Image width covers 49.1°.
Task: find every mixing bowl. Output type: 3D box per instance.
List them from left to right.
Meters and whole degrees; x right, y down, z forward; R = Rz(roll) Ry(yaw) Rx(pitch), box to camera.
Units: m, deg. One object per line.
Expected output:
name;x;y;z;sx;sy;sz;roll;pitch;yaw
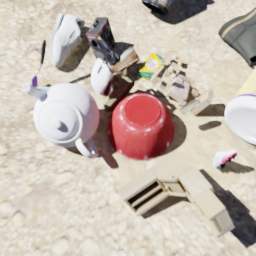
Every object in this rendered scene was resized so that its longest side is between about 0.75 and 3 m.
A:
mixing bowl;0.432;-0.251;9.380;2.392;1.295;2.392;0;60;1

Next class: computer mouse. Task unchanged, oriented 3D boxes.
computer mouse;-0.880;-1.788;9.245;0.512;2.332;1.279;-30;66;-26

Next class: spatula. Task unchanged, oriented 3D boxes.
spatula;-3.222;-2.180;10.135;0.216;2.098;0.593;21;26;-6

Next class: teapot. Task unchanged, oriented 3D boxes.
teapot;-1.976;-0.259;8.760;2.254;2.225;1.647;6;16;1

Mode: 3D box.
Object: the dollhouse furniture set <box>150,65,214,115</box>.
dollhouse furniture set;1.940;-1.566;9.895;2.055;0.910;1.065;33;50;-10

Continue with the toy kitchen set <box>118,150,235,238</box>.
toy kitchen set;1.392;2.374;7.679;2.128;1.924;2.358;-34;35;0

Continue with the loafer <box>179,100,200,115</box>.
loafer;2.013;-0.665;9.044;0.756;0.258;0.286;-29;21;8

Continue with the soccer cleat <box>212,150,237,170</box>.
soccer cleat;2.909;0.886;8.612;0.395;1.131;0.488;-10;61;-19

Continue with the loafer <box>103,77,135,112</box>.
loafer;-0.386;-1.228;10.190;0.515;0.580;1.526;42;89;24

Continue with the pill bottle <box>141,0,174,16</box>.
pill bottle;1.657;-6.285;12.125;1.337;1.337;2.391;32;103;16

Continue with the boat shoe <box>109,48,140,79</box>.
boat shoe;-0.325;-2.219;10.712;1.915;0.725;0.688;-43;95;1

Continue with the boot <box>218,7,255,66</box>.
boot;5.565;-3.910;11.673;2.959;1.146;2.047;-29;68;-1

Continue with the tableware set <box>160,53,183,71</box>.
tableware set;1.710;-2.615;10.982;0.800;0.111;0.957;20;53;6

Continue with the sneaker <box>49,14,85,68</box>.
sneaker;-2.503;-3.616;11.479;1.111;1.055;2.760;9;62;-6

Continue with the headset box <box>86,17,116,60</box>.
headset box;-1.076;-3.597;11.145;0.550;1.425;1.060;10;60;22

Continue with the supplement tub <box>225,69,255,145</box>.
supplement tub;4.747;-0.961;9.345;1.999;1.999;2.749;36;66;18

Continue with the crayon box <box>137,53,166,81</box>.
crayon box;0.930;-2.424;11.143;0.666;0.327;1.121;30;65;16
